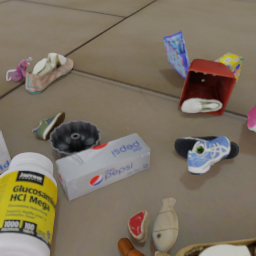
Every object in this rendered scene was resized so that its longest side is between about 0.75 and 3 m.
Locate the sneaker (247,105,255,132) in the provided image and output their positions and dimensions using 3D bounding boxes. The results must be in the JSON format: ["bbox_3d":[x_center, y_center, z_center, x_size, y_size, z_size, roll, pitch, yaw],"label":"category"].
[{"bbox_3d":[3.566,-0.227,7.048,0.844,0.712,1.930,39,34,7],"label":"sneaker"}]

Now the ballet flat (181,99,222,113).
[{"bbox_3d":[2.113,-0.639,7.940,1.168,0.419,0.419,-5,40,-10],"label":"ballet flat"}]

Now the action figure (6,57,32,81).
[{"bbox_3d":[-3.580,-1.985,9.305,0.754,1.013,0.679,-3,79,-33],"label":"action figure"}]

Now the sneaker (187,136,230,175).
[{"bbox_3d":[1.756,0.482,6.027,1.312,0.506,0.497,-33,24,-34],"label":"sneaker"}]

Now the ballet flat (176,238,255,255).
[{"bbox_3d":[2.009,2.186,4.458,2.752,0.867,0.945,-6,40,-7],"label":"ballet flat"}]

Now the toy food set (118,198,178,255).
[{"bbox_3d":[0.205,2.084,4.616,1.307,0.324,2.057,-28,28,23],"label":"toy food set"}]

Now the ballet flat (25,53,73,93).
[{"bbox_3d":[-2.619,-2.071,9.587,0.814,0.805,2.393,14,42,15],"label":"ballet flat"}]

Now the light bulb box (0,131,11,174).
[{"bbox_3d":[-3.981,-0.062,6.013,2.283,2.303,1.437,26,45,28],"label":"light bulb box"}]

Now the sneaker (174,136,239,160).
[{"bbox_3d":[1.915,0.486,6.898,1.552,0.557,0.643,6,16,6],"label":"sneaker"}]

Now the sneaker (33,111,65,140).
[{"bbox_3d":[-2.169,-0.136,7.613,0.480,0.358,1.068,16,45,11],"label":"sneaker"}]

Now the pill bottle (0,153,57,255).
[{"bbox_3d":[-1.916,1.454,5.109,1.145,1.145,2.036,-4,40,-4],"label":"pill bottle"}]

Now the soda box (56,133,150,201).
[{"bbox_3d":[-0.522,0.818,6.264,2.005,0.636,0.684,-18,43,-21],"label":"soda box"}]

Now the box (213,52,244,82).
[{"bbox_3d":[3.240,-1.858,9.249,0.573,0.905,0.940,32,50,32],"label":"box"}]

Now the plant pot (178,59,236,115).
[{"bbox_3d":[2.267,-1.319,8.168,1.289,1.288,1.136,12,43,5],"label":"plant pot"}]

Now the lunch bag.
[{"bbox_3d":[1.722,-2.309,9.260,0.662,1.060,1.408,-18,47,7],"label":"lunch bag"}]

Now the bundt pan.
[{"bbox_3d":[-1.279,0.374,6.933,1.253,0.470,1.253,0,39,0],"label":"bundt pan"}]
